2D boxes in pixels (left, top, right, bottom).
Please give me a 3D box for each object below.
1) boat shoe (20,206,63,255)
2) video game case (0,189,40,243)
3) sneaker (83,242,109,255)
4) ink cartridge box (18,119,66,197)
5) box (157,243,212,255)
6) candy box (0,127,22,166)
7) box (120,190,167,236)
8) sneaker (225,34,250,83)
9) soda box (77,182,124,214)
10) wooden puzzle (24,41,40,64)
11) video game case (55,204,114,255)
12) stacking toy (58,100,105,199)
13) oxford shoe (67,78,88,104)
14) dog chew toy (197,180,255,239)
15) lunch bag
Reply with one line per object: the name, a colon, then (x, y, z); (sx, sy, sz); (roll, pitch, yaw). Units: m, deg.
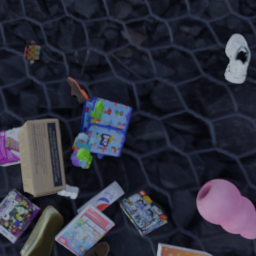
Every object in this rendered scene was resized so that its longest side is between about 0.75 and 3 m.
boat shoe: (-2.886, 3.644, 9.027); (0.699, 0.810, 2.221); (25, 89, 47)
video game case: (-3.855, 2.948, 9.453); (1.201, 0.237, 1.325); (35, 79, 9)
sneaker: (-1.254, 4.252, 8.963); (1.497, 0.565, 0.527); (-35, 78, -8)
ink cartridge box: (-2.609, 0.893, 8.244); (0.892, 2.374, 1.956); (-6, 85, -28)
box: (1.720, 4.339, 8.808); (1.613, 0.786, 1.003); (9, 73, 3)
candy box: (-3.675, 0.584, 9.823); (1.750, 0.534, 1.193); (-12, 81, -3)
box: (0.470, 2.688, 9.012); (0.937, 0.273, 1.369); (-21, 40, -24)
sneaker: (4.136, -2.757, 10.356); (0.880, 0.950, 2.343); (9, 56, 6)
soda box: (-0.906, 2.487, 9.420); (1.600, 0.546, 0.507); (-36, 79, -9)
wooden puzzle: (-3.605, -2.845, 10.529); (0.539, 0.908, 0.064); (-8, 43, -40)
video game case: (-1.382, 3.314, 8.996); (1.577, 0.138, 1.128); (-44, 109, 2)
stacking toy: (-1.438, 0.686, 8.502); (0.634, 2.696, 2.033); (18, 49, -9)
oxford shoe: (-1.776, -1.256, 9.329); (0.389, 0.381, 1.072); (-37, 67, -11)
dog chew toy: (3.354, 2.700, 8.989); (2.286, 1.424, 1.424); (37, 79, -2)
lunch bag: (-0.862, 0.079, 9.676); (1.467, 0.916, 1.948); (13, 85, -31)
